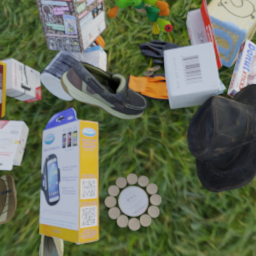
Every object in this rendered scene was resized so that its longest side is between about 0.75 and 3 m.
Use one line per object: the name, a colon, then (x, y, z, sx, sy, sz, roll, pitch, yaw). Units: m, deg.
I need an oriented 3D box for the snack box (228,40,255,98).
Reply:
snack box: (3.713, -1.678, 8.578, 0.919, 0.311, 2.558, 32, 55, -6)

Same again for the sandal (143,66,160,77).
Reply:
sandal: (0.919, -2.301, 11.095, 0.838, 0.226, 0.337, -35, 42, -22)

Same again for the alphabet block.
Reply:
alphabet block: (3.940, -3.971, 11.084, 1.910, 1.921, 1.956, 33, 67, 14)

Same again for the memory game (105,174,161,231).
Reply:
memory game: (0.164, 2.307, 8.845, 1.773, 0.113, 1.773, 0, 62, -1)

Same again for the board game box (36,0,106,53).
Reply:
board game box: (-1.731, -4.003, 8.639, 1.267, 2.617, 2.086, 10, 42, 15)

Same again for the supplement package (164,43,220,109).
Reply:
supplement package: (1.641, -1.294, 7.590, 1.192, 2.033, 1.188, -9, 83, 8)

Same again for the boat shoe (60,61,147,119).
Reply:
boat shoe: (-0.426, -1.049, 7.999, 2.981, 0.980, 1.065, 16, 47, -40)

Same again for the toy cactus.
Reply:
toy cactus: (0.316, -3.293, 7.621, 2.139, 1.094, 1.765, 29, 25, -2)

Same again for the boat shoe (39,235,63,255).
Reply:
boat shoe: (-2.054, 3.922, 7.670, 0.816, 0.704, 2.238, -9, 63, -4)

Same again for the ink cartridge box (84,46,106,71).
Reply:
ink cartridge box: (-1.130, -2.188, 9.545, 0.592, 0.608, 0.946, -5, 70, 16)

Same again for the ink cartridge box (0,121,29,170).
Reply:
ink cartridge box: (-4.107, 0.658, 9.427, 1.021, 0.592, 1.753, 3, 61, 1)

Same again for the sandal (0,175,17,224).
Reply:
sandal: (-3.791, 2.227, 8.747, 0.659, 0.443, 1.640, -10, 48, -11)

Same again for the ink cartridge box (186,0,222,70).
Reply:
ink cartridge box: (2.294, -2.636, 8.663, 0.451, 1.796, 2.069, -14, 89, 10)

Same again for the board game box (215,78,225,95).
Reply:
board game box: (2.870, -1.844, 10.735, 1.080, 0.336, 1.431, -19, 69, -18)

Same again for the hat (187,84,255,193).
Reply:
hat: (2.186, 0.042, 6.849, 1.176, 2.916, 2.916, 26, 63, -14)

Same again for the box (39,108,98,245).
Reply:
box: (-1.384, 1.037, 6.458, 0.589, 1.690, 2.840, 11, 74, -42)

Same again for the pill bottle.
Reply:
pill bottle: (-1.952, -2.458, 10.575, 1.430, 1.430, 2.692, 26, 65, 13)

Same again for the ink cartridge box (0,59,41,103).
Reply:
ink cartridge box: (-3.185, -1.358, 8.259, 0.529, 1.263, 0.912, -10, 78, 19)

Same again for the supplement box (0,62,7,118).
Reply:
supplement box: (-3.796, -0.768, 6.613, 1.029, 1.529, 1.550, 19, 29, 3)

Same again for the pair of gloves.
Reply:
pair of gloves: (1.440, -2.303, 11.101, 2.596, 0.360, 2.914, 15, 63, 8)
